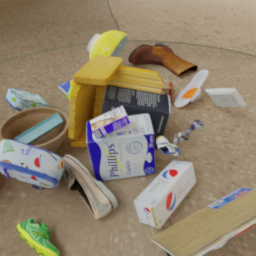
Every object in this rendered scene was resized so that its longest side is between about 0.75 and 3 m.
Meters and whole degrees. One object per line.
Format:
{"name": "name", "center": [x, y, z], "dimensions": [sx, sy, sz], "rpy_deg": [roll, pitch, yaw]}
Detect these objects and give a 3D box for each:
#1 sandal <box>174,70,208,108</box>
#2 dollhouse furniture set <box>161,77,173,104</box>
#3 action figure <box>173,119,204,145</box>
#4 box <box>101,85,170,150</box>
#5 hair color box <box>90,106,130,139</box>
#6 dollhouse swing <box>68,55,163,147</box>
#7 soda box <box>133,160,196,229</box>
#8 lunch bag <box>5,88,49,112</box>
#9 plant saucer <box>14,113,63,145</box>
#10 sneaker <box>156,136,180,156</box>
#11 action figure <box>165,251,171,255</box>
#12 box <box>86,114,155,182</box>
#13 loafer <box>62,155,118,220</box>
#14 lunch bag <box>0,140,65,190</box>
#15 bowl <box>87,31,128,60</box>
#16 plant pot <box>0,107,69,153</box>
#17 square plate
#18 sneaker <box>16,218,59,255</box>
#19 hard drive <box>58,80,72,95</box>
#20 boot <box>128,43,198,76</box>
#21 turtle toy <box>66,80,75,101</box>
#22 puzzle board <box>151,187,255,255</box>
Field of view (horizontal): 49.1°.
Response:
{"name": "sandal", "center": [2.949, -1.604, 12.376], "dimensions": [2.137, 0.613, 0.819], "rpy_deg": [-50, 33, -7]}
{"name": "dollhouse furniture set", "center": [1.396, -1.793, 13.040], "dimensions": [1.116, 0.843, 2.073], "rpy_deg": [0, 20, 1]}
{"name": "action figure", "center": [1.749, 0.157, 8.362], "dimensions": [1.037, 0.675, 0.360], "rpy_deg": [-39, 78, -2]}
{"name": "box", "center": [0.202, -0.363, 10.000], "dimensions": [2.303, 1.704, 1.201], "rpy_deg": [10, 38, -3]}
{"name": "hair color box", "center": [-0.502, -0.156, 7.670], "dimensions": [1.021, 0.331, 0.558], "rpy_deg": [-26, 36, 2]}
{"name": "dollhouse swing", "center": [-0.369, -0.671, 9.766], "dimensions": [2.494, 2.837, 2.578], "rpy_deg": [18, 38, 7]}
{"name": "soda box", "center": [1.110, 1.792, 7.938], "dimensions": [0.688, 0.736, 2.160], "rpy_deg": [4, 28, 41]}
{"name": "lunch bag", "center": [-4.050, -1.037, 11.263], "dimensions": [1.231, 0.631, 1.531], "rpy_deg": [39, 16, 36]}
{"name": "plant saucer", "center": [-3.066, 0.108, 9.671], "dimensions": [1.712, 0.162, 0.599], "rpy_deg": [-34, 48, -9]}
{"name": "sneaker", "center": [1.185, 0.665, 8.341], "dimensions": [0.991, 0.373, 0.437], "rpy_deg": [33, 42, -29]}
{"name": "action figure", "center": [1.507, 2.763, 6.838], "dimensions": [1.253, 0.815, 0.435], "rpy_deg": [-23, 70, -16]}
{"name": "box", "center": [-0.198, 0.644, 8.715], "dimensions": [1.949, 1.793, 1.023], "rpy_deg": [-8, 40, -2]}
{"name": "loafer", "center": [-1.384, 1.682, 8.270], "dimensions": [0.776, 0.887, 2.468], "rpy_deg": [-36, 53, -28]}
{"name": "lunch bag", "center": [-2.792, 1.073, 7.774], "dimensions": [1.878, 2.344, 0.886], "rpy_deg": [18, 68, -14]}
{"name": "bowl", "center": [-1.219, -3.858, 13.909], "dimensions": [1.354, 2.515, 2.515], "rpy_deg": [33, 42, 0]}
{"name": "plant pot", "center": [-3.183, 0.328, 9.823], "dimensions": [2.328, 1.075, 2.328], "rpy_deg": [1, 37, 0]}
{"name": "square plate", "center": [3.929, -1.188, 11.354], "dimensions": [1.293, 1.305, 0.186], "rpy_deg": [6, 68, 44]}
{"name": "sneaker", "center": [-2.221, 2.741, 7.072], "dimensions": [1.467, 0.543, 0.613], "rpy_deg": [26, 48, 30]}
{"name": "hard drive", "center": [-2.598, -1.842, 13.381], "dimensions": [0.930, 0.179, 1.409], "rpy_deg": [-25, 45, -28]}
{"name": "boot", "center": [1.841, -3.494, 15.302], "dimensions": [2.801, 1.019, 2.975], "rpy_deg": [-16, 47, -32]}
{"name": "turtle toy", "center": [-1.807, -1.399, 12.092], "dimensions": [1.770, 1.290, 0.895], "rpy_deg": [-6, 3, -24]}
{"name": "puzzle board", "center": [2.151, 2.143, 6.542], "dimensions": [2.990, 2.253, 0.260], "rpy_deg": [-23, 83, -14]}
